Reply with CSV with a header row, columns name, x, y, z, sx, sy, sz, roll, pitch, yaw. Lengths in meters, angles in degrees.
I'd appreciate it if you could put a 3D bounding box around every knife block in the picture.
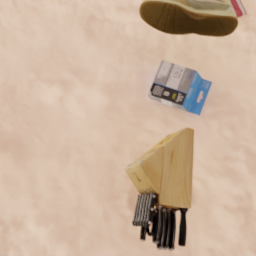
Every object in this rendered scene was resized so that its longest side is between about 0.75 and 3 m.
name,x,y,z,sx,sy,sz,roll,pitch,yaw
knife block,1.205,1.700,7.564,2.862,0.916,2.512,-34,93,-31

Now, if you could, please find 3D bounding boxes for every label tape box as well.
name,x,y,z,sx,sy,sz,roll,pitch,yaw
label tape box,1.669,-1.281,8.913,1.737,0.550,1.252,20,83,13

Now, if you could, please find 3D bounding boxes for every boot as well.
name,x,y,z,sx,sy,sz,roll,pitch,yaw
boot,1.725,-3.760,8.113,2.735,0.986,2.115,7,62,-2

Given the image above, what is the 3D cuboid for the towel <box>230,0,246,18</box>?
name,x,y,z,sx,sy,sz,roll,pitch,yaw
towel,3.426,-4.301,10.039,1.397,0.159,1.006,-18,79,-4
